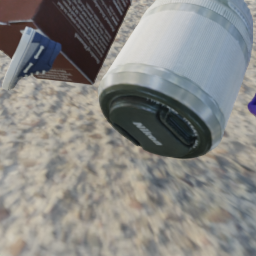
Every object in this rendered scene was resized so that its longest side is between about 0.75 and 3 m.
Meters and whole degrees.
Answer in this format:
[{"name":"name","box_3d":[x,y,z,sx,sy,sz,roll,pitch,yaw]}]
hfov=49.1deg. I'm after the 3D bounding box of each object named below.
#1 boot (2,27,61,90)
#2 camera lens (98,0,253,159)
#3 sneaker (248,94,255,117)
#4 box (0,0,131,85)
[{"name":"boot","box_3d":[-1.916,-1.175,5.478,0.701,1.553,0.565,23,47,-26]},{"name":"camera lens","box_3d":[0.959,-1.036,5.365,2.303,2.303,2.879,20,65,18]},{"name":"sneaker","box_3d":[2.935,-1.169,4.809,1.018,2.440,0.984,16,15,-24]},{"name":"box","box_3d":[-1.864,-3.086,7.486,2.429,2.405,2.928,12,72,33]}]
